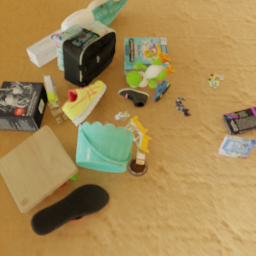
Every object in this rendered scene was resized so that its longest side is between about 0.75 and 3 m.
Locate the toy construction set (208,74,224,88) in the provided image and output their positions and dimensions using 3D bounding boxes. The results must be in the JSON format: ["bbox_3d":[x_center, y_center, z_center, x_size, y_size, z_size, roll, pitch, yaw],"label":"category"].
[{"bbox_3d":[3.960,-2.175,12.644,0.594,0.417,0.905,13,46,37],"label":"toy construction set"}]

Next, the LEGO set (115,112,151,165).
[{"bbox_3d":[0.215,0.462,10.505,1.020,0.826,2.218,-2,59,-39],"label":"LEGO set"}]

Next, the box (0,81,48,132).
[{"bbox_3d":[-4.390,-0.887,11.441,1.711,0.978,1.879,1,56,2],"label":"box"}]

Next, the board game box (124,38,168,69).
[{"bbox_3d":[0.826,-3.514,13.200,2.004,0.470,1.513,-1,67,-3],"label":"board game box"}]

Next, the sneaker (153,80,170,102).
[{"bbox_3d":[1.370,-1.617,12.239,0.474,0.398,1.209,31,65,15],"label":"sneaker"}]

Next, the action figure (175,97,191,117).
[{"bbox_3d":[2.196,-0.868,11.452,0.361,0.678,1.042,-16,38,-6],"label":"action figure"}]

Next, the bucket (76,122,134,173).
[{"bbox_3d":[-0.838,0.731,9.733,2.040,2.040,1.327,6,73,4],"label":"bucket"}]

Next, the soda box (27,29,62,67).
[{"bbox_3d":[-3.697,-3.941,13.603,0.725,0.775,2.276,38,64,22],"label":"soda box"}]

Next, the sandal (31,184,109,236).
[{"bbox_3d":[-1.877,2.647,9.209,2.669,0.601,1.002,-19,69,-29],"label":"sandal"}]

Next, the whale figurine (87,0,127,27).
[{"bbox_3d":[-0.994,-6.053,14.593,2.363,1.880,1.226,-29,91,-19],"label":"whale figurine"}]

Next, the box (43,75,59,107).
[{"bbox_3d":[-3.264,-1.599,11.872,0.301,0.770,1.263,-14,72,-4],"label":"box"}]

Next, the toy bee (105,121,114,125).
[{"bbox_3d":[-0.793,-0.006,11.139,0.544,0.452,0.832,-33,51,-2],"label":"toy bee"}]

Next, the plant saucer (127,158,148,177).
[{"bbox_3d":[0.348,1.437,10.417,0.777,0.125,0.777,0,56,-1],"label":"plant saucer"}]

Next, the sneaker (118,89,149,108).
[{"bbox_3d":[0.200,-1.267,11.998,1.327,0.469,0.658,11,52,3],"label":"sneaker"}]

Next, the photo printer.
[{"bbox_3d":[-2.289,-4.491,13.244,0.692,1.992,1.658,37,65,23],"label":"photo printer"}]

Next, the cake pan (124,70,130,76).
[{"bbox_3d":[0.180,-2.304,12.577,0.889,0.889,0.163,39,107,23],"label":"cake pan"}]

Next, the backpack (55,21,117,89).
[{"bbox_3d":[-1.750,-3.313,12.240,2.042,2.408,2.712,36,59,16],"label":"backpack"}]

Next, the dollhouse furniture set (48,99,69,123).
[{"bbox_3d":[-2.718,-0.791,11.552,0.926,0.602,0.850,-31,105,-14],"label":"dollhouse furniture set"}]

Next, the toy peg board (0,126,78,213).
[{"bbox_3d":[-3.059,1.515,9.977,2.218,1.090,2.228,-39,62,-5],"label":"toy peg board"}]

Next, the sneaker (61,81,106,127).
[{"bbox_3d":[-1.762,-1.270,11.264,1.174,1.016,2.599,38,42,-12],"label":"sneaker"}]

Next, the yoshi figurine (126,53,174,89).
[{"bbox_3d":[0.755,-2.193,11.460,2.056,1.151,1.155,-26,38,30],"label":"yoshi figurine"}]

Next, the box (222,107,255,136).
[{"bbox_3d":[4.636,-0.273,11.295,1.373,0.248,0.982,-13,52,5],"label":"box"}]

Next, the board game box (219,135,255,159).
[{"bbox_3d":[4.001,0.721,10.338,1.028,1.033,0.224,11,54,8],"label":"board game box"}]
